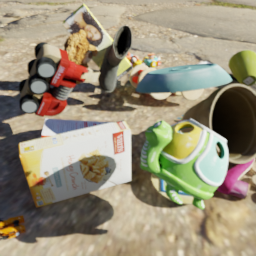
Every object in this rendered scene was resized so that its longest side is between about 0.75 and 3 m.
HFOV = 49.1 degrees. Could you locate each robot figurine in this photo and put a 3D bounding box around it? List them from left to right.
[{"bbox_3d":[-2.674,2.219,6.121,0.787,0.229,0.570,-13,38,-18],"label":"robot figurine"}]

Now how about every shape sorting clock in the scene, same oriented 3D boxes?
[{"bbox_3d":[1.312,1.402,7.202,1.462,0.287,1.462,3,32,-2],"label":"shape sorting clock"}]

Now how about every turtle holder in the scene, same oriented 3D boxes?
[{"bbox_3d":[1.015,0.511,5.427,1.960,1.392,1.489,30,8,-12],"label":"turtle holder"}]

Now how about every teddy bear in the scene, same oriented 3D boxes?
[{"bbox_3d":[-1.711,-2.045,9.445,0.844,2.527,1.832,45,44,7],"label":"teddy bear"}]

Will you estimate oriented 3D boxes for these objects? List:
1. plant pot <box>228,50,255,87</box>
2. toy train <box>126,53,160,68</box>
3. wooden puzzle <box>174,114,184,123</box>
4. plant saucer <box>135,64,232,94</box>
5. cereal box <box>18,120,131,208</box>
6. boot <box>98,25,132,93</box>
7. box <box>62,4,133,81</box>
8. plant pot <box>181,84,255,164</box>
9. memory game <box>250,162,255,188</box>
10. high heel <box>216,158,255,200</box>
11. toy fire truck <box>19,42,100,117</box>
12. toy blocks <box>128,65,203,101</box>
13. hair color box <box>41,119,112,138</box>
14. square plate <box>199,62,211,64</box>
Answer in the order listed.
[{"bbox_3d":[5.012,-2.407,11.919,1.230,1.230,1.315,2,50,3],"label":"plant pot"},{"bbox_3d":[0.560,-3.501,13.783,2.122,0.590,1.594,1,36,2],"label":"toy train"},{"bbox_3d":[1.864,-0.251,8.766,0.634,0.075,1.068,19,33,41],"label":"wooden puzzle"},{"bbox_3d":[1.299,-1.258,6.853,2.313,0.416,2.313,-7,15,2],"label":"plant saucer"},{"bbox_3d":[-1.120,0.852,6.577,2.426,1.745,0.479,-13,39,-15],"label":"cereal box"},{"bbox_3d":[-0.423,-2.172,9.299,0.773,1.937,2.130,4,4,-19],"label":"boot"},{"bbox_3d":[-1.097,-3.092,10.577,1.092,2.901,0.727,-37,30,11],"label":"box"},{"bbox_3d":[2.355,-0.083,7.529,1.952,1.952,1.693,-20,7,-25],"label":"plant pot"},{"bbox_3d":[4.429,1.457,7.247,2.472,0.157,2.472,0,35,0],"label":"memory game"},{"bbox_3d":[2.796,1.005,7.484,0.904,0.635,1.885,21,53,11],"label":"high heel"},{"bbox_3d":[-1.902,-1.308,8.393,2.243,1.974,1.443,15,36,-33],"label":"toy fire truck"},{"bbox_3d":[1.311,-1.891,11.136,2.302,1.003,2.762,0,19,-20],"label":"toy blocks"},{"bbox_3d":[-1.264,0.278,7.617,2.032,0.649,1.127,2,23,-12],"label":"hair color box"},{"bbox_3d":[3.743,-2.908,13.360,0.839,0.119,0.831,-19,40,-24],"label":"square plate"}]
